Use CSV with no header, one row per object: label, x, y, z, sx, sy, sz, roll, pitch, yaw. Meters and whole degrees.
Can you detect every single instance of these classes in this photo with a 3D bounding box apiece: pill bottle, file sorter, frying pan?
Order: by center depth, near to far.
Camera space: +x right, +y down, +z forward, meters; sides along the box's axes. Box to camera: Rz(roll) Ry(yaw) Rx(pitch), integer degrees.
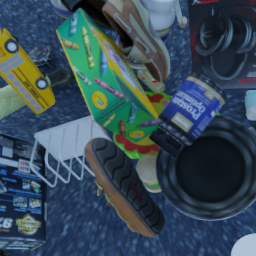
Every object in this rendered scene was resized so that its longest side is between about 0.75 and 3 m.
pill bottle,1.957,2.094,3.803,0.746,0.746,1.288,-41,111,-16
pill bottle,0.909,-0.175,4.442,0.702,0.702,1.255,38,93,15
frying pan,1.612,0.156,4.586,1.710,0.460,2.826,33,84,31
file sorter,-1.172,0.554,5.989,1.447,1.004,0.901,-17,46,14
pill bottle,0.459,-2.731,7.379,1.306,2.256,1.306,5,62,-10
pill bottle,-1.812,-4.362,8.117,1.463,2.616,1.463,0,82,0
frying pan,-3.003,-2.348,9.730,0.942,0.254,1.558,-24,55,-5

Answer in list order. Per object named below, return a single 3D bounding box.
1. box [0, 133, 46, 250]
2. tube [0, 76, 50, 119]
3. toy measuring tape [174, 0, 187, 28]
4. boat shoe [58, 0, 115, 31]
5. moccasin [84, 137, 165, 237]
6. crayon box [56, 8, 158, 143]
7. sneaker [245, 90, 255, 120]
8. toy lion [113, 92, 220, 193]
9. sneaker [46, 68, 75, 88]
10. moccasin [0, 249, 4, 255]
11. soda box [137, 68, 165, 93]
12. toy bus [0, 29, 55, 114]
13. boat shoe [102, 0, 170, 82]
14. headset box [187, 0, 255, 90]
box,-2.955,1.056,5.359,0.651,2.830,2.250,-38,48,32
tube,-2.741,-0.750,6.702,0.615,0.687,2.368,-9,24,23
toy measuring tape,1.663,-4.217,7.938,1.078,2.930,1.078,-13,49,15
boat shoe,-1.190,-2.981,6.008,2.532,0.909,0.856,25,57,-20
moccasin,-0.135,1.035,4.811,1.999,0.772,0.731,54,43,-21
crayon box,-0.412,-1.066,5.870,0.755,1.540,2.593,-35,61,16
sneaker,5.080,-0.924,8.840,2.707,1.001,1.109,-2,71,-1
toy lion,0.935,0.085,6.767,2.591,0.890,2.484,-19,57,6
sneaker,-2.374,-1.618,9.420,1.483,0.850,0.567,-15,87,25
moccasin,-3.599,4.070,6.760,1.111,1.053,2.878,-1,76,-10
soda box,0.773,-1.600,9.481,0.328,0.347,1.026,-37,71,-15
toy bus,-2.124,-1.110,5.638,0.650,1.660,0.540,-34,36,0
boat shoe,0.181,-1.885,6.204,0.852,2.373,0.899,-42,38,-8
headset box,2.553,-2.082,6.700,2.015,2.707,1.045,2,42,19
